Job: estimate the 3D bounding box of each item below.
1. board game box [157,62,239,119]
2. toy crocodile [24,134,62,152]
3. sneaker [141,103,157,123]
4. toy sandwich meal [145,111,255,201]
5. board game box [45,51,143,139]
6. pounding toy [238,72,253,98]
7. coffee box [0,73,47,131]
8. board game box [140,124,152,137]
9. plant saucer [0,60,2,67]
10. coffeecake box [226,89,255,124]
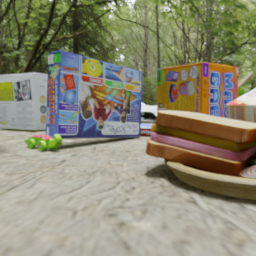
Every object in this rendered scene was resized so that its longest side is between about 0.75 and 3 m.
[{"bbox_3d":[2.945,-1.334,12.003,2.460,2.461,2.459,-4,6,-38],"label":"board game box"},{"bbox_3d":[-1.777,0.279,5.781,1.095,0.338,0.370,4,6,43],"label":"toy crocodile"},{"bbox_3d":[0.518,-0.706,13.998,2.856,1.074,1.264,4,18,29],"label":"sneaker"},{"bbox_3d":[1.509,0.206,3.612,2.461,0.843,2.461,0,5,0],"label":"toy sandwich meal"},{"bbox_3d":[-0.671,-0.646,6.752,0.465,1.825,2.696,3,0,41],"label":"board game box"},{"bbox_3d":[5.326,-0.999,13.854,2.252,1.354,2.917,-32,-23,-18],"label":"pounding toy"},{"bbox_3d":[-3.470,-0.935,10.389,1.966,1.944,1.963,2,5,27],"label":"coffee box"},{"bbox_3d":[0.346,0.049,8.840,2.758,0.268,1.420,3,7,28],"label":"board game box"},{"bbox_3d":[-3.655,-1.059,4.713,2.765,0.490,2.765,0,-8,0],"label":"plant saucer"},{"bbox_3d":[3.922,-0.290,6.048,2.769,1.012,2.125,4,20,43],"label":"coffeecake box"}]
